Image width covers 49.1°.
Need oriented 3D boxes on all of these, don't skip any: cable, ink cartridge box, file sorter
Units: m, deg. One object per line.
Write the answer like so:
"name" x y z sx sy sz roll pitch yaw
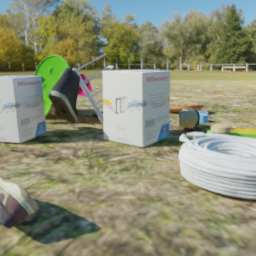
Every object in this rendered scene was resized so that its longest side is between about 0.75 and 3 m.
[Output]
"cable" 1.976 0.666 5.260 2.036 0.705 2.037 4 13 9
"ink cartridge box" 0.256 -0.669 8.240 1.466 2.027 1.493 9 15 36
"ink cartridge box" -3.425 -0.621 8.348 1.325 1.832 1.349 3 12 17
"file sorter" -0.999 -1.571 10.892 1.427 2.292 1.590 -31 15 -3

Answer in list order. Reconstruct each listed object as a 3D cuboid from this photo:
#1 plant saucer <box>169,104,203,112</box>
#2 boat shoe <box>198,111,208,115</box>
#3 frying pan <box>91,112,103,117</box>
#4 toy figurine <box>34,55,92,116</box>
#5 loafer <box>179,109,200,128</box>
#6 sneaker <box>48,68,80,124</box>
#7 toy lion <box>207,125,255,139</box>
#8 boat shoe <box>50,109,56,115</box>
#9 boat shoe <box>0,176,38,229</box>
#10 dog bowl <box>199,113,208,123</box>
"plant saucer" 2.595 -0.952 13.313 1.908 0.308 1.908 -2 7 0
"boat shoe" 2.932 -0.565 11.984 0.932 0.343 0.304 2 -7 4
"frying pan" -0.606 -0.816 12.243 1.142 0.307 1.888 -33 -8 39
"toy figurine" -2.456 -1.468 11.332 1.816 2.419 2.227 30 11 26
"loafer" 2.103 -0.292 9.454 0.636 0.705 1.864 2 7 17
"sneaker" -1.868 -0.964 9.133 0.793 1.126 2.121 20 -22 5
"toy lion" 3.184 0.225 7.697 2.044 0.702 1.959 1 5 7
"boat shoe" -3.044 -0.770 12.728 0.985 0.348 0.313 1 14 14
"boat shoe" -1.827 1.014 3.890 1.554 0.559 0.503 1 32 45
"dog bowl" 2.662 -0.424 11.258 0.662 0.295 1.188 -11 16 -40
